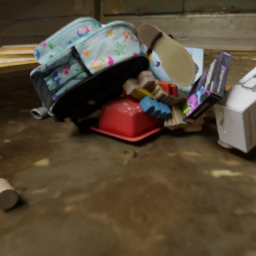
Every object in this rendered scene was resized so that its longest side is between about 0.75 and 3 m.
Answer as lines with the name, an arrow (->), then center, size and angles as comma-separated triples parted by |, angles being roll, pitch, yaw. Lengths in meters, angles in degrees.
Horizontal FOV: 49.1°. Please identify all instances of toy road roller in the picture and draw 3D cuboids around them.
toy road roller -> 1.229, -2.533, 10.602 | 1.116, 1.817, 1.326 | -15, -16, -14

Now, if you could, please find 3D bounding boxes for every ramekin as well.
ramekin -> -0.751, -2.218, 9.997 | 2.812, 2.812, 1.371 | 3, 0, 9

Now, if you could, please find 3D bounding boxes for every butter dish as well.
butter dish -> 0.023, -0.474, 7.827 | 1.718, 1.273, 1.722 | 14, 25, 36

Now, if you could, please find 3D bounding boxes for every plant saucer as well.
plant saucer -> 0.097, -2.831, 8.408 | 0.169, 0.921, 0.921 | -45, 34, -10

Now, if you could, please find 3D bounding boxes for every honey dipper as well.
honey dipper -> -2.592, 0.959, 5.309 | 0.384, 0.384, 2.021 | -15, 20, -36

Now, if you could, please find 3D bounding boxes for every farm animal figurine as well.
farm animal figurine -> 2.979, -0.676, 8.615 | 2.006, 1.057, 2.028 | 10, 21, -18

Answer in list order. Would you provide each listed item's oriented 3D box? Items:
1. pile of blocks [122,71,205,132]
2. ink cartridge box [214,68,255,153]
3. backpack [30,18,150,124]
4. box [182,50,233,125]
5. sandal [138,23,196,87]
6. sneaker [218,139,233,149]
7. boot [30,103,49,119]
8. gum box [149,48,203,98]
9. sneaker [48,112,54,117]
pile of blocks -> 1.143, -0.670, 7.393 | 2.600, 0.808, 1.067 | 22, 51, -22
ink cartridge box -> 2.804, -0.466, 6.177 | 1.725, 1.253, 0.719 | -38, 39, -17
backpack -> -0.948, -1.716, 8.021 | 2.996, 2.256, 2.660 | -27, -8, 10
box -> 1.743, -0.857, 6.316 | 0.281, 1.114, 1.559 | 23, -23, -6
sandal -> 1.105, -1.870, 7.165 | 2.052, 0.752, 0.675 | 51, 25, 18
sneaker -> 3.009, 0.102, 7.032 | 1.469, 0.649, 0.591 | -5, 15, -4
boot -> -2.954, -0.630, 9.654 | 0.889, 0.355, 0.978 | 19, 32, 28
gum box -> 1.464, -1.749, 8.689 | 1.597, 0.419, 1.879 | 8, 58, 7
sneaker -> -2.192, -0.571, 9.556 | 0.434, 0.365, 1.108 | 28, 29, 23
